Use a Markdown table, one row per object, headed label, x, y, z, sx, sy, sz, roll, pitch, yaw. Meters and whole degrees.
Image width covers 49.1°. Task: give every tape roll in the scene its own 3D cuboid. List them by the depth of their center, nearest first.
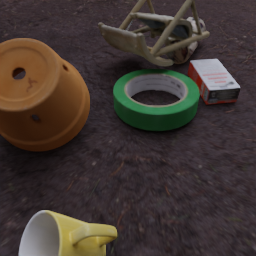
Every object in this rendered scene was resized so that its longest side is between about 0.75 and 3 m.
| label | x | y | z | sx | sy | sz | roll | pitch | yaw |
| --- | --- | --- | --- | --- | --- | --- | --- | --- | --- |
| tape roll | 0.883 | -0.995 | 9.014 | 2.693 | 0.647 | 2.693 | -1 | 39 | 1 |

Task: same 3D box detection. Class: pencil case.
| label | x | y | z | sx | sy | sz | roll | pitch | yaw |
| --- | --- | --- | --- | --- | --- | --- | --- | --- | --- |
| pencil case | 2.423 | -3.766 | 11.764 | 1.006 | 1.156 | 2.585 | -17 | 27 | 43 |

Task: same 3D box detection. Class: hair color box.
| label | x | y | z | sx | sy | sz | roll | pitch | yaw |
| --- | --- | --- | --- | --- | --- | --- | --- | --- | --- |
| hair color box | 2.950 | -1.670 | 9.848 | 1.092 | 0.629 | 1.968 | -5 | 41 | -7 |

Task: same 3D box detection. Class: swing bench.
| label | x | y | z | sx | sy | sz | roll | pitch | yaw |
| --- | --- | --- | --- | --- | --- | --- | --- | --- | --- |
| swing bench | 0.869 | -3.540 | 10.148 | 2.748 | 1.783 | 2.734 | -41 | 42 | -10 |

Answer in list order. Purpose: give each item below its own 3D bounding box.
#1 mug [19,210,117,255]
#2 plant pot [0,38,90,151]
| label | x | y | z | sx | sy | sz | roll | pitch | yaw |
| --- | --- | --- | --- | --- | --- | --- | --- | --- | --- |
| mug | -0.973 | 2.183 | 4.930 | 1.520 | 1.248 | 1.218 | -1 | 71 | 44 |
| plant pot | -2.495 | -0.970 | 7.257 | 2.777 | 1.944 | 2.777 | 0 | 72 | 0 |
